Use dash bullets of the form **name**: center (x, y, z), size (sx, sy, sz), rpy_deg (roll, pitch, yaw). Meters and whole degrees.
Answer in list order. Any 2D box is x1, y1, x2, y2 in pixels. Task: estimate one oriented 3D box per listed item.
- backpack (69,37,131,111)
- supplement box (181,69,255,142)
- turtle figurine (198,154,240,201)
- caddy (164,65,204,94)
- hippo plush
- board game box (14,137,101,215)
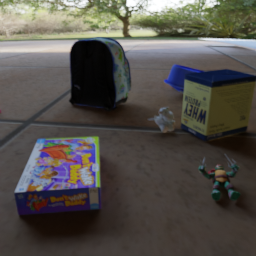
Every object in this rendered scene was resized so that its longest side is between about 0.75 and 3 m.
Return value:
- **backpack**: center (-1.214, -2.476, 12.210), size (2.597, 2.838, 2.086), rpy_deg (11, 27, 26)
- **supplement box**: center (2.995, -0.833, 9.466), size (1.957, 1.955, 1.313), rpy_deg (-11, 25, -25)
- **turtle figurine**: center (2.158, 1.131, 6.498), size (0.892, 0.600, 1.191), rpy_deg (-18, 34, 19)
- **caddy**: center (3.017, -2.263, 13.830), size (2.419, 1.270, 1.710), rpy_deg (17, 18, 9)
- **hippo plush**: center (1.303, -0.386, 9.674), size (0.730, 0.737, 0.916), rpy_deg (-26, 56, -34)
- **board game box**: center (-1.541, 1.013, 6.832), size (1.702, 0.567, 2.531), rpy_deg (-3, 23, -6)
